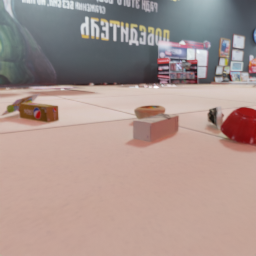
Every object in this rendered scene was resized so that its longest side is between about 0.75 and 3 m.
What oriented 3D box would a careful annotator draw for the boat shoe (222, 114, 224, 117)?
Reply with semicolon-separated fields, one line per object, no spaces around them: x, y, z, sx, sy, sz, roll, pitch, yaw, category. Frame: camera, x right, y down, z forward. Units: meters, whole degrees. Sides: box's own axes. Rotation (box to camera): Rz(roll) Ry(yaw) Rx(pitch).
4.401;-0.660;13.791;0.965;0.365;0.346;13;6;-30;boat shoe

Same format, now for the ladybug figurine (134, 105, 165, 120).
1.076;-0.690;13.560;1.294;0.686;1.907;11;16;42;ladybug figurine

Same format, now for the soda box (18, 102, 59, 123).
-4.456;-0.793;13.868;2.242;0.759;0.718;9;15;35;soda box

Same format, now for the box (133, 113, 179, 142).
1.089;-0.057;10.590;0.838;0.697;2.040;9;15;36;box

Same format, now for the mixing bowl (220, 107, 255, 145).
4.122;-0.195;9.829;1.569;0.850;1.569;3;30;-2;mixing bowl

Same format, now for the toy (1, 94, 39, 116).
-5.632;-1.131;15.126;1.353;0.555;2.351;-39;0;18;toy

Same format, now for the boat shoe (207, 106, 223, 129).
3.791;-0.427;12.218;0.637;0.708;2.002;-5;16;18;boat shoe
